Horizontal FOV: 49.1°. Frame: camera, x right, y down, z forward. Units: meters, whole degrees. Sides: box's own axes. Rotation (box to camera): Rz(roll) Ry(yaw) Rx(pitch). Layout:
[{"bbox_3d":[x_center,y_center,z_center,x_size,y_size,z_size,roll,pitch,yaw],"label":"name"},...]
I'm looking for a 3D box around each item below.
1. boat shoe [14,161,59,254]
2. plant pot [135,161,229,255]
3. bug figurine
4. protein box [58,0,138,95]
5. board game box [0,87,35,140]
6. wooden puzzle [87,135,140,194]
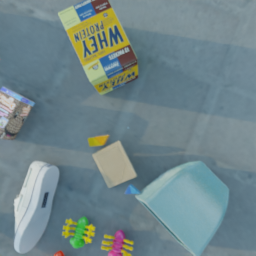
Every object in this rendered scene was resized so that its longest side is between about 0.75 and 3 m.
[{"bbox_3d":[-2.826,2.220,8.091,0.903,0.917,2.587,15,90,28],"label":"boat shoe"},{"bbox_3d":[1.573,1.923,7.604,1.885,1.846,1.851,-44,87,-10],"label":"plant pot"},{"bbox_3d":[-1.019,3.799,7.973,2.764,0.711,2.143,17,80,5],"label":"bug figurine"},{"bbox_3d":[-0.719,-2.181,7.766,1.309,1.927,1.941,-26,85,1],"label":"protein box"},{"bbox_3d":[-3.455,-0.377,8.095,0.641,1.056,1.324,28,87,1],"label":"board game box"},{"bbox_3d":[-0.399,1.051,8.126,1.312,0.227,1.945,-20,91,35],"label":"wooden puzzle"}]
